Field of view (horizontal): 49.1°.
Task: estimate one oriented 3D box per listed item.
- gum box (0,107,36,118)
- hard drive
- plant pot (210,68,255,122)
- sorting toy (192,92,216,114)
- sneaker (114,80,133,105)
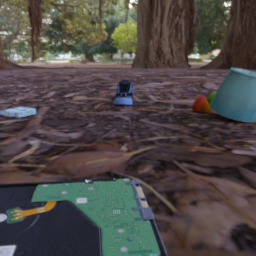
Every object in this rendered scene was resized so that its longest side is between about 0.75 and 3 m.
[{"bbox_3d":[-4.161,-0.588,10.608,0.828,0.217,0.974,8,17,28],"label":"gum box"},{"bbox_3d":[-1.042,1.213,3.221,2.662,0.504,1.859,-3,15,-7],"label":"hard drive"},{"bbox_3d":[3.892,-1.225,9.794,1.632,1.534,1.632,11,22,-4],"label":"plant pot"},{"bbox_3d":[3.594,-0.957,11.541,2.194,0.761,0.756,-15,44,-38],"label":"sorting toy"},{"bbox_3d":[-0.211,-1.717,13.330,0.910,1.011,2.594,1,14,0],"label":"sneaker"}]
